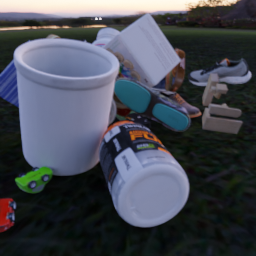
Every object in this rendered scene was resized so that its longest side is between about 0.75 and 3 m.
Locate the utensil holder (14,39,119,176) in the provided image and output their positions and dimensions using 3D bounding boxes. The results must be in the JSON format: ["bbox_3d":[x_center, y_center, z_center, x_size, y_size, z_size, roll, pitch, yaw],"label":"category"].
[{"bbox_3d":[-1.669,-0.539,7.429,2.452,2.885,2.452,9,33,-6],"label":"utensil holder"}]

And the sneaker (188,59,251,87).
[{"bbox_3d":[3.055,-1.944,9.603,2.101,0.833,0.776,-1,39,34],"label":"sneaker"}]

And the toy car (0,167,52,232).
[{"bbox_3d":[-2.610,1.488,6.435,2.076,0.463,1.954,21,32,37],"label":"toy car"}]

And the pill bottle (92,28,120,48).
[{"bbox_3d":[-1.025,-2.789,12.319,1.598,2.939,1.598,9,-19,3],"label":"pill bottle"}]

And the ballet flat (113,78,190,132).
[{"bbox_3d":[0.782,-0.783,9.207,2.759,0.992,0.992,31,30,5],"label":"ballet flat"}]

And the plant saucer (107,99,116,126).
[{"bbox_3d":[-1.149,-0.650,9.005,1.547,1.547,0.388,-1,33,-1],"label":"plant saucer"}]

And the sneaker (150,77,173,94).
[{"bbox_3d":[1.283,-2.524,14.496,1.095,1.108,2.791,-19,32,-39],"label":"sneaker"}]

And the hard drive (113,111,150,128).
[{"bbox_3d":[0.078,-0.273,10.515,1.000,0.271,1.432,-11,27,-22],"label":"hard drive"}]

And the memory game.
[{"bbox_3d":[-0.290,-1.917,9.906,2.067,2.067,0.132,24,62,42],"label":"memory game"}]

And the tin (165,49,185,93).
[{"bbox_3d":[1.893,-2.313,11.353,0.409,1.094,1.954,17,60,-17],"label":"tin"}]

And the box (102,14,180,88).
[{"bbox_3d":[0.265,-2.615,10.791,1.903,2.221,2.210,-47,16,-31],"label":"box"}]

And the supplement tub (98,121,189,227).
[{"bbox_3d":[0.187,0.864,6.472,1.563,1.563,2.551,-7,25,-14],"label":"supplement tub"}]

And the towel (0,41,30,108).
[{"bbox_3d":[-2.534,-1.183,8.202,0.282,1.715,2.369,43,2,40],"label":"towel"}]

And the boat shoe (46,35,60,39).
[{"bbox_3d":[-2.697,-2.382,9.838,0.773,2.330,0.862,39,61,12],"label":"boat shoe"}]

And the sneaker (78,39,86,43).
[{"bbox_3d":[-1.972,-3.193,10.934,0.802,0.290,0.288,-26,41,15],"label":"sneaker"}]

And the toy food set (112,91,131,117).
[{"bbox_3d":[-0.941,-1.000,9.874,2.729,1.735,0.430,11,48,-24],"label":"toy food set"}]

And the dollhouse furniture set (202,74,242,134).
[{"bbox_3d":[2.509,-0.644,7.362,0.897,1.047,1.101,9,44,2],"label":"dollhouse furniture set"}]

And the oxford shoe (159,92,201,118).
[{"bbox_3d":[1.983,-0.944,11.353,2.115,0.771,0.754,21,34,39],"label":"oxford shoe"}]
